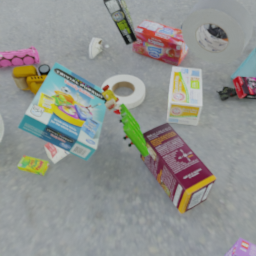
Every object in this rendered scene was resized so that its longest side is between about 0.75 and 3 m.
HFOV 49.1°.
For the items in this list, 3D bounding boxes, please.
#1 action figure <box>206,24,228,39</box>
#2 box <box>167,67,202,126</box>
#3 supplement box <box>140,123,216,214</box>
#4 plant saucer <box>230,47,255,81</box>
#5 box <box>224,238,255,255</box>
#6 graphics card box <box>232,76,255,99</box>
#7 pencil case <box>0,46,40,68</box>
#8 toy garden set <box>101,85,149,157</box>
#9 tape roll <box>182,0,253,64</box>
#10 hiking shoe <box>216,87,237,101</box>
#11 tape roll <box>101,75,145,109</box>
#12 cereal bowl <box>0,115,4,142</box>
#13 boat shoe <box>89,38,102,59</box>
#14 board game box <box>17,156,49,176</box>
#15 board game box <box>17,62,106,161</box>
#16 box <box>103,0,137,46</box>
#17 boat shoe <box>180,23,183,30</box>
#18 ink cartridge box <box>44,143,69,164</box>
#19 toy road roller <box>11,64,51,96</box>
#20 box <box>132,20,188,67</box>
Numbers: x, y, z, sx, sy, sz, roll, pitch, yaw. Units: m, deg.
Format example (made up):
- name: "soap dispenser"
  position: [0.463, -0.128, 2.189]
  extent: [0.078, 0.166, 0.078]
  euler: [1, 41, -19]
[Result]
- name: "action figure"
  position: [4.648, -5.161, 13.723]
  extent: [1.517, 1.303, 2.553]
  euler: [20, 50, 3]
- name: "box"
  position: [2.106, -1.217, 10.504]
  extent: [1.161, 1.046, 2.064]
  euler: [6, 50, 5]
- name: "supplement box"
  position: [1.369, 1.149, 8.347]
  extent: [0.993, 1.280, 2.320]
  euler: [-23, 54, -19]
- name: "plant saucer"
  position: [5.467, -2.637, 12.193]
  extent: [0.999, 0.271, 2.858]
  euler: [34, 59, 20]
- name: "box"
  position: [3.314, 3.437, 6.234]
  extent: [2.286, 1.564, 0.447]
  euler: [23, 53, 19]
- name: "graphics card box"
  position: [4.830, -1.560, 10.949]
  extent: [1.355, 0.345, 0.850]
  euler: [1, 62, -20]
- name: "pencil case"
  position: [-4.903, -3.086, 12.184]
  extent: [1.927, 0.903, 0.875]
  euler: [-10, 70, -7]
- name: "toy garden set"
  position: [-0.179, -0.211, 6.939]
  extent: [0.367, 1.534, 1.840]
  euler: [-34, 21, 9]
- name: "tape roll"
  position: [2.829, -3.093, 9.038]
  extent: [2.113, 2.113, 0.698]
  euler: [26, 67, 20]
- name: "hiking shoe"
  position: [4.027, -1.482, 11.106]
  extent: [1.033, 0.391, 0.520]
  euler: [-22, 71, -17]
- name: "tape roll"
  position: [-0.194, -1.446, 11.175]
  extent: [1.778, 0.325, 1.778]
  euler: [0, 51, 0]
- name: "cereal bowl"
  position: [-5.332, 0.279, 9.237]
  extent: [2.538, 1.057, 2.538]
  euler: [0, 50, 0]
- name: "boat shoe"
  position: [-1.473, -3.710, 12.996]
  extent: [0.524, 0.532, 1.501]
  euler: [2, 43, 5]
- name: "board game box"
  position: [-3.047, 1.205, 9.008]
  extent: [0.878, 0.209, 0.446]
  euler: [12, 51, 10]
- name: "board game box"
  position: [-1.599, -0.544, 7.709]
  extent: [1.885, 0.586, 2.497]
  euler: [29, 38, -18]
- name: "box"
  position: [-0.364, -4.298, 10.000]
  extent: [0.475, 2.144, 1.717]
  euler: [-19, 61, 13]
- name: "boat shoe"
  position: [3.159, -4.786, 13.800]
  extent: [0.775, 0.632, 1.841]
  euler: [-12, 51, -10]
- name: "ink cartridge box"
  position: [-2.125, 0.572, 9.247]
  extent: [1.144, 0.666, 0.386]
  euler: [-37, 59, -27]
- name: "toy road roller"
  position: [-3.676, -1.714, 11.000]
  extent: [1.641, 1.009, 1.198]
  euler: [-5, 62, -4]
- name: "box"
  position: [1.481, -3.860, 12.684]
  extent: [2.371, 1.132, 1.182]
  euler: [23, 54, 18]
